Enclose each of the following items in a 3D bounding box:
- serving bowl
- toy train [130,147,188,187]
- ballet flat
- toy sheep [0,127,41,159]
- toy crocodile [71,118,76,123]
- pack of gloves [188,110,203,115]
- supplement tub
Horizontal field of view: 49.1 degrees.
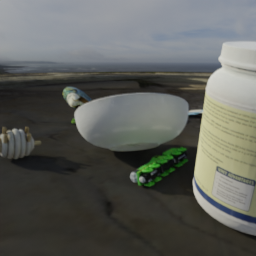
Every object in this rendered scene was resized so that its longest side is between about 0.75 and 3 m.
[{"bbox_3d":[0.121,0.035,6.887,2.803,0.922,2.803,-5,-13,-1],"label":"serving bowl"},{"bbox_3d":[0.712,0.803,6.107,0.535,0.396,1.896,-2,11,38],"label":"toy train"},{"bbox_3d":[-1.688,-0.857,10.314,2.070,0.768,0.768,30,22,12],"label":"ballet flat"},{"bbox_3d":[-2.743,0.384,6.907,1.184,0.816,0.816,2,12,-29],"label":"toy sheep"},{"bbox_3d":[-1.640,-0.303,10.587,1.008,0.311,0.340,-9,-24,-29],"label":"toy crocodile"},{"bbox_3d":[3.128,-0.590,11.958,1.364,0.269,1.146,-2,10,36],"label":"pack of gloves"},{"bbox_3d":[2.014,0.078,4.195,1.825,2.517,1.825,2,22,-1],"label":"supplement tub"}]
